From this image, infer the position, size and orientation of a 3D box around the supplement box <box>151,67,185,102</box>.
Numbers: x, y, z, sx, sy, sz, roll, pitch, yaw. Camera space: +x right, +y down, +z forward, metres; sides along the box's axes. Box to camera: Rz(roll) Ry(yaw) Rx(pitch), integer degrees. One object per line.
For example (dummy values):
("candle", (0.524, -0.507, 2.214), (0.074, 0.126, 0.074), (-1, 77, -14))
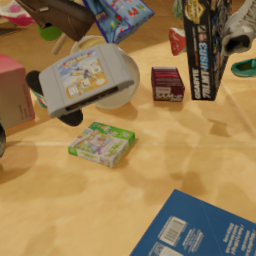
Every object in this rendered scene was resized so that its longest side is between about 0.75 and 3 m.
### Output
("supplement box", (1.484, -1.754, 10.918), (1.094, 0.612, 2.010), (1, 33, 1))

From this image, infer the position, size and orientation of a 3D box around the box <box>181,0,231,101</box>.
("box", (2.207, -2.652, 7.449), (0.707, 2.823, 2.844), (5, 44, 27))

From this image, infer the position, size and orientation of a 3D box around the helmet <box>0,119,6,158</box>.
("helmet", (-3.917, 0.385, 6.768), (1.777, 1.777, 1.694), (-11, 60, -17))

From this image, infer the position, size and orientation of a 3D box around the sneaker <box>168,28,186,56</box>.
("sneaker", (1.553, -2.468, 7.797), (0.783, 0.742, 1.907), (-10, 17, 11))

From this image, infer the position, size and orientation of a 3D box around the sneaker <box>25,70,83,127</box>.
("sneaker", (-1.368, -0.488, 5.424), (0.552, 0.797, 1.321), (-45, 87, -6))

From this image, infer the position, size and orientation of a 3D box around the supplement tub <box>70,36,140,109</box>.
("supplement tub", (-0.979, -2.162, 10.236), (2.024, 2.024, 2.803), (-13, 36, -18))

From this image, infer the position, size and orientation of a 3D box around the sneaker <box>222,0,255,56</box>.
("sneaker", (2.649, -2.275, 5.618), (0.866, 2.309, 1.333), (30, 58, 1))

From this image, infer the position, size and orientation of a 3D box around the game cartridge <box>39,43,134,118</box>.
("game cartridge", (-0.676, -0.768, 4.280), (1.336, 0.278, 0.890), (-23, 68, -1))

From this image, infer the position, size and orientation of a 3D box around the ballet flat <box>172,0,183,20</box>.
("ballet flat", (2.358, -4.296, 8.964), (0.941, 2.536, 0.941), (20, 53, -30))

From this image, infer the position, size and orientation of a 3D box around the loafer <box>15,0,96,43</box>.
("loafer", (-2.150, -2.916, 6.898), (2.655, 0.942, 0.969), (27, 27, 2))

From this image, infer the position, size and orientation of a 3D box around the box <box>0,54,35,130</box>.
("box", (-4.611, -0.841, 8.396), (2.942, 1.881, 1.603), (-26, 42, -33))

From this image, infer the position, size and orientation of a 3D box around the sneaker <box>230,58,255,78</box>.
("sneaker", (3.658, -1.669, 7.719), (1.600, 0.620, 0.637), (-3, -7, 33))

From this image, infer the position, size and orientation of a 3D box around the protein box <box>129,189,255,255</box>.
("protein box", (1.131, 2.288, 4.250), (1.897, 1.280, 1.883), (19, 38, 26))

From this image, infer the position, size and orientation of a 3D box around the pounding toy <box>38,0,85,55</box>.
("pounding toy", (-2.514, -4.052, 9.358), (2.184, 1.313, 2.830), (-44, 44, 10))

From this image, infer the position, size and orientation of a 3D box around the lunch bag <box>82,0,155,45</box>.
("lunch bag", (-0.515, -3.659, 7.989), (1.026, 2.181, 1.642), (-30, 14, 42))

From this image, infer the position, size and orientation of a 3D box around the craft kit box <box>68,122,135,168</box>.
("craft kit box", (-0.724, 0.423, 7.947), (1.403, 0.345, 1.421), (17, 37, 19))

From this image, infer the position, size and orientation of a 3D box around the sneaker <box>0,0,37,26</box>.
("sneaker", (-3.328, -3.861, 9.058), (2.010, 0.887, 0.818), (8, -1, 18))
